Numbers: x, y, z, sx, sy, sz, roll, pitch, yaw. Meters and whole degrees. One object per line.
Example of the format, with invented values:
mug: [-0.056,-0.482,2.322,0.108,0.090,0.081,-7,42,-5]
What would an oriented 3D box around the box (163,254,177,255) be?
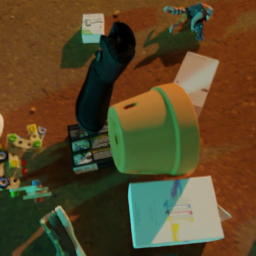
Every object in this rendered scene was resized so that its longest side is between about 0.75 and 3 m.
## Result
box: [0.609,4.297,7.263,1.663,0.409,1.722,-7,62,-1]

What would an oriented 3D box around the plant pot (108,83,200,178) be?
plant pot: [0.521,0.194,7.809,1.865,2.664,2.664,-9,62,-13]

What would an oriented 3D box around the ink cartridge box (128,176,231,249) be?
ink cartridge box: [1.309,2.322,7.607,2.477,1.592,1.551,-5,66,-3]

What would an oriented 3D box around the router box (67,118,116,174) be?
router box: [-0.826,0.498,9.199,2.142,0.547,1.597,-11,61,-7]

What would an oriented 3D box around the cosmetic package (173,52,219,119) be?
cosmetic package: [2.305,-1.533,10.085,1.269,0.913,2.250,19,64,12]

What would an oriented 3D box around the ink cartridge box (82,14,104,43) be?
ink cartridge box: [-1.461,-4.170,11.730,0.868,0.501,1.193,-2,62,-1]

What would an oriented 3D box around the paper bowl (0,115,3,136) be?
paper bowl: [-4.829,0.105,8.653,2.392,1.244,2.392,-23,52,34]

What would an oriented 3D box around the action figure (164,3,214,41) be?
action figure: [2.637,-4.572,11.688,1.934,1.046,1.999,-13,63,3]

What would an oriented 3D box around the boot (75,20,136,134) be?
boot: [-0.709,-1.463,8.365,1.085,2.387,2.841,16,67,-18]

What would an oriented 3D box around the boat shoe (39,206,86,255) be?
boat shoe: [-1.632,3.332,7.545,0.733,0.877,2.453,-28,59,-14]

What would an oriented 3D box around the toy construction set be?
toy construction set: [-3.214,1.138,8.636,1.635,1.149,2.494,-3,66,-29]
